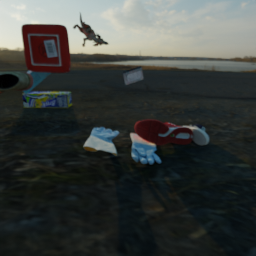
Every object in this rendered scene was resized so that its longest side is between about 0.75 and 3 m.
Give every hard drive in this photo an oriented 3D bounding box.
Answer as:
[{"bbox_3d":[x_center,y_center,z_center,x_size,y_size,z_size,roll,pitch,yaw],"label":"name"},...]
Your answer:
[{"bbox_3d":[0.220,-2.392,12.865,0.931,0.650,0.176,-19,42,-9],"label":"hard drive"}]

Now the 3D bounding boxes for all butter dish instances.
[{"bbox_3d":[-3.044,-3.183,11.020,1.809,1.814,1.341,4,27,6],"label":"butter dish"}]

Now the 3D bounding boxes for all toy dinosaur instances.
[{"bbox_3d":[-1.633,-4.008,11.821,0.694,1.616,1.095,-32,-1,29],"label":"toy dinosaur"}]

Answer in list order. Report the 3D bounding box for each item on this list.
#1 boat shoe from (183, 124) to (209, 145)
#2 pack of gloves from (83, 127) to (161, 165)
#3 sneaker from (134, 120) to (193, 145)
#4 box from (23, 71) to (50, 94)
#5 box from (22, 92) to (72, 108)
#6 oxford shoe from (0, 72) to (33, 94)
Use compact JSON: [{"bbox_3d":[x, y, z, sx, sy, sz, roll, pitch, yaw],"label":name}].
[{"bbox_3d":[2.616,0.174,10.200,0.742,0.597,1.599,-14,18,-19],"label":"boat shoe"},{"bbox_3d":[-0.162,0.673,8.999,2.262,0.531,2.693,15,13,-3],"label":"pack of gloves"},{"bbox_3d":[1.112,0.155,10.103,2.167,0.849,1.252,13,2,-17],"label":"sneaker"},{"bbox_3d":[-3.885,-2.593,12.597,2.426,0.596,0.998,-42,27,-3],"label":"box"},{"bbox_3d":[-4.723,-1.654,16.419,2.642,0.849,0.926,1,16,3],"label":"box"},{"bbox_3d":[-3.015,-1.049,6.381,1.567,0.552,0.586,-9,3,9],"label":"oxford shoe"}]
